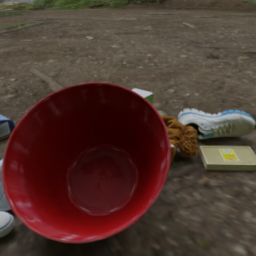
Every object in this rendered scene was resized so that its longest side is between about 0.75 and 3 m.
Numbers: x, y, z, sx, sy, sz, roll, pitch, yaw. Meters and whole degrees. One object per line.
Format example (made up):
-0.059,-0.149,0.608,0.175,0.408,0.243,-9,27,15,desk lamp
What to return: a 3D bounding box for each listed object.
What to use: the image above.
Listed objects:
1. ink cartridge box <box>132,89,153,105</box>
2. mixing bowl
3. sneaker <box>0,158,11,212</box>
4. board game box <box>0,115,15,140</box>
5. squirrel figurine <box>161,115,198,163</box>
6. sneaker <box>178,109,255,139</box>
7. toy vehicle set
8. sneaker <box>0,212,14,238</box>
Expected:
0.085,-0.864,9.612,0.809,0.462,1.559,20,33,34,ink cartridge box
-0.636,0.747,5.365,2.898,1.569,2.898,-4,61,7,mixing bowl
-2.477,0.837,6.577,0.967,0.998,2.732,-27,25,31,sneaker
-5.249,-0.069,8.142,2.721,0.840,2.723,20,36,33,board game box
1.264,0.370,7.328,1.196,0.846,1.116,10,36,8,squirrel figurine
2.523,0.029,8.204,2.257,0.846,0.978,2,33,21,sneaker
2.618,0.779,7.296,1.367,0.181,0.849,1,28,1,toy vehicle set
-3.071,1.649,5.156,1.870,0.662,0.683,1,28,3,sneaker
